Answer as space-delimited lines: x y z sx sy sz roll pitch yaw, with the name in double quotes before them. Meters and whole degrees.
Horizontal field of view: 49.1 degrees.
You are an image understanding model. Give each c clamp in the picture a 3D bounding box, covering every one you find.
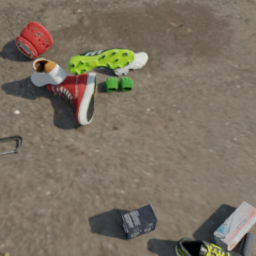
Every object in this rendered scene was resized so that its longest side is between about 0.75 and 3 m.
"c clamp" -4.840 0.856 10.996 1.477 0.200 1.262 -15 51 -9

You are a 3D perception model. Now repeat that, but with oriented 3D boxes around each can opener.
"can opener" 3.536 3.859 8.666 0.472 0.374 1.420 41 58 -6

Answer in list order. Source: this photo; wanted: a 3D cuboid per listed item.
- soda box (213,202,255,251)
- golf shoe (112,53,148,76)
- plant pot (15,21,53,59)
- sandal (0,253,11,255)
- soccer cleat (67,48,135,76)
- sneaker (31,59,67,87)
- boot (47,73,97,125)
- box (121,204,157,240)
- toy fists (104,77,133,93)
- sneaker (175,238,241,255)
"soda box" 3.493 3.167 9.029 1.656 0.526 0.566 -35 41 -23
"golf shoe" 0.144 -3.271 13.425 2.018 0.981 0.790 -33 59 -23
"plant pot" -4.710 -4.270 13.878 1.464 1.464 1.333 29 68 19
"sandal" -4.091 4.314 8.467 0.480 0.323 1.195 38 48 18
"soccer cleat" -1.083 -2.750 11.057 2.674 0.903 1.084 -10 40 0
"sneaker" -3.691 -2.509 12.120 2.700 1.143 0.983 6 56 49
"boot" -2.512 -1.265 11.993 2.115 1.061 2.931 -1 47 0
"box" 0.349 3.017 8.939 1.007 0.990 0.591 -16 55 -11
"toy fists" -0.426 -1.993 12.845 1.322 0.455 0.674 -3 62 -4
"sneaker" 2.419 3.821 8.222 2.172 0.919 0.809 6 57 21
